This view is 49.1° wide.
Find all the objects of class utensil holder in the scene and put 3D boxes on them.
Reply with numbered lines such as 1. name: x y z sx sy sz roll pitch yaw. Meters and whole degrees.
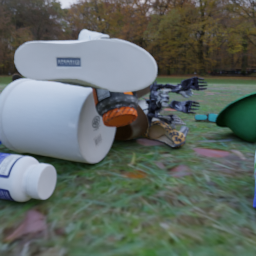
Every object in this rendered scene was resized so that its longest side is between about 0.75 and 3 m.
1. utensil holder: -2.000 -0.235 8.156 2.701 2.295 2.295 6 14 24

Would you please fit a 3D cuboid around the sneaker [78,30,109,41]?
1. sneaker: -1.192 -2.269 8.626 0.986 0.843 2.264 4 55 13

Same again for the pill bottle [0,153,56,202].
1. pill bottle: -2.293 1.006 5.670 1.508 0.903 0.903 5 13 16

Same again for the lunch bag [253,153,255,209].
1. lunch bag: 3.710 0.662 5.568 2.162 1.621 2.543 5 23 24

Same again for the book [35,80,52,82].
1. book: -2.469 -1.539 9.556 1.562 1.043 0.375 30 32 -36

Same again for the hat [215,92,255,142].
1. hat: 4.650 0.343 9.860 2.911 2.562 2.411 10 -38 -42

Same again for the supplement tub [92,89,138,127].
1. supplement tub: -0.333 -0.879 6.357 0.973 1.588 0.973 -12 -18 -4

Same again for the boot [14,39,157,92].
1. boot: -0.722 -1.234 5.404 2.559 0.931 1.156 8 12 4

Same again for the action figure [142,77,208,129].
1. action figure: 1.472 -0.825 9.483 1.452 1.692 2.846 16 -7 -20

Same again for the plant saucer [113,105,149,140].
1. plant saucer: -0.701 -0.374 9.610 2.841 2.841 0.520 8 57 33

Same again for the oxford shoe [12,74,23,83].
1. oxford shoe: -4.216 -1.655 11.062 0.466 1.308 0.466 -31 52 -11

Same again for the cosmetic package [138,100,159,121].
1. cosmetic package: 0.576 -0.445 11.292 0.962 0.963 1.167 4 35 31

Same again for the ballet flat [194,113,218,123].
1. ballet flat: 3.930 -0.482 13.793 1.330 0.451 0.501 3 -6 20

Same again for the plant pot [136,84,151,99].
1. plant pot: -0.261 -1.874 11.320 2.212 2.536 2.536 -13 13 -1

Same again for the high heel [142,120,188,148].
1. high heel: 1.047 0.263 9.806 1.992 0.711 1.420 1 21 21

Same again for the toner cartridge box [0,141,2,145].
1. toner cartridge box: -4.076 0.275 8.210 0.790 0.359 1.663 1 27 5
